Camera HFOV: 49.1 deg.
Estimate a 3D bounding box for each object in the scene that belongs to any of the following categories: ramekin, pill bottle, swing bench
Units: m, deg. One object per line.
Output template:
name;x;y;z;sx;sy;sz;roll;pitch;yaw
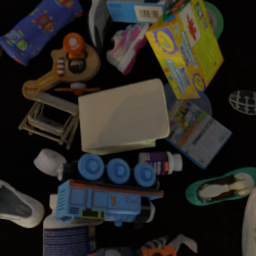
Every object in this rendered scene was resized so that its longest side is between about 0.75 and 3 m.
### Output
ramekin;-2.190;0.969;7.981;0.857;0.857;0.418;31;97;7
pill bottle;-1.535;2.974;7.365;1.339;1.339;2.414;-4;76;-1
pill bottle;0.927;1.038;8.174;1.191;0.664;0.664;-2;76;-4
swing bench;-2.225;-0.284;8.406;1.393;0.908;1.400;20;78;6
ramekin;3.713;2.634;6.724;1.353;2.906;2.906;9;76;10

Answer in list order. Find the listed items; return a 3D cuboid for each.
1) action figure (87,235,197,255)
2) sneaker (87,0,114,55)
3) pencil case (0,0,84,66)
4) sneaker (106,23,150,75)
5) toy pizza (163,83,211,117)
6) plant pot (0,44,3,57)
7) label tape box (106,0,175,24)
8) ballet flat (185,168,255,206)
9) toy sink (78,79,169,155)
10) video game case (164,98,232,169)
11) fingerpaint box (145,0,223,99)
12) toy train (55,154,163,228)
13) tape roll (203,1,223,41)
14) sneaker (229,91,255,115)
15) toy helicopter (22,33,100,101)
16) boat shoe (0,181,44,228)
action figure;-0.071;3.635;6.955;2.865;2.962;1.549;7;41;-27
sneaker;-0.794;-3.635;9.235;1.014;0.945;2.558;6;76;-2
pencil case;-2.757;-3.292;9.040;2.877;1.250;1.123;-46;114;-9
sneaker;0.021;-2.883;9.047;0.988;0.911;2.240;27;77;4
toy pizza;1.615;-0.512;8.768;1.935;0.307;1.935;0;78;1
plant pot;-4.742;-2.685;8.978;1.243;1.158;1.158;22;77;-8
label tape box;0.659;-4.504;8.786;1.845;0.851;2.575;12;69;21
ballet flat;2.840;1.704;7.930;2.390;0.841;0.805;-14;83;-4
toy sink;0.006;-0.213;7.897;2.412;1.351;1.572;-12;75;17
video game case;1.890;0.086;8.381;1.955;0.174;1.399;39;81;8
fingerpaint box;1.698;-2.295;8.045;1.898;0.834;2.275;-53;126;-29
toy train;-0.444;1.639;7.066;2.809;1.217;1.605;13;66;-26
tape roll;2.320;-3.462;9.448;1.672;0.402;1.672;0;76;0
sneaker;3.901;-0.664;8.558;1.807;0.767;0.696;11;87;-3
toy helicopter;-2.080;-1.581;8.848;2.672;1.054;1.767;-30;87;4
boat shoe;-3.749;1.865;7.741;2.913;1.010;1.032;18;65;3
